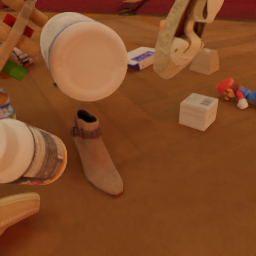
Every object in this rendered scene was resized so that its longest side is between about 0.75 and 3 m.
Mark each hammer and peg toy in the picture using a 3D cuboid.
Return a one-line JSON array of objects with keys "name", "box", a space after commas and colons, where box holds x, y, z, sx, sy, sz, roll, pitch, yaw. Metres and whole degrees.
[{"name": "hammer and peg toy", "box": [-2.156, -1.824, 5.366, 0.918, 2.603, 1.915, 28, 32, -29]}]

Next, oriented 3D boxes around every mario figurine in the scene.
[{"name": "mario figurine", "box": [3.968, -1.131, 10.023, 1.701, 0.902, 1.050, 26, 4, 20]}]

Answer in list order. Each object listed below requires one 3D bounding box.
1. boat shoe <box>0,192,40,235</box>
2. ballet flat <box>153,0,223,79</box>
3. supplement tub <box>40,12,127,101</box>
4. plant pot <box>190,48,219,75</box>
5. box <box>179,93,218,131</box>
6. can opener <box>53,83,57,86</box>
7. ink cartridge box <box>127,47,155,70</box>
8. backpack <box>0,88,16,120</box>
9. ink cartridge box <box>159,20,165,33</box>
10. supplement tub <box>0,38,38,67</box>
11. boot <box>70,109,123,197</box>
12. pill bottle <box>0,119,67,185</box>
[{"name": "boat shoe", "box": [-2.734, 2.004, 4.680, 2.831, 1.009, 0.913, -23, 74, -33]}, {"name": "ballet flat", "box": [0.883, -1.481, 4.015, 0.682, 2.021, 0.630, -6, 42, -26]}, {"name": "supplement tub", "box": [-1.336, -2.063, 7.689, 1.916, 1.916, 2.904, -11, 28, -17]}, {"name": "plant pot", "box": [3.510, -3.063, 12.692, 0.996, 0.882, 0.997, 26, 41, 35]}, {"name": "box", "box": [2.179, -0.509, 8.694, 0.889, 0.762, 0.885, 20, 37, 31]}, {"name": "can opener", "box": [-2.316, -1.804, 11.213, 1.394, 0.548, 0.442, -2, 71, 2]}, {"name": "ink cartridge box", "box": [0.488, -3.330, 13.507, 1.260, 0.494, 2.662, 21, 35, 29]}, {"name": "backpack", "box": [-4.280, -0.377, 7.630, 2.731, 2.099, 2.228, 41, 32, 28]}, {"name": "ink cartridge box", "box": [1.243, -2.655, 7.731, 0.792, 0.642, 0.198, 6, -2, 31]}, {"name": "supplement tub", "box": [-5.168, -3.282, 12.606, 1.330, 1.330, 2.170, 10, 34, 16]}, {"name": "boot", "box": [-0.760, 0.473, 6.470, 0.696, 1.449, 1.982, -21, 38, -31]}, {"name": "pill bottle", "box": [-1.104, 0.255, 2.823, 0.612, 0.612, 1.051, 11, -9, 17]}]
